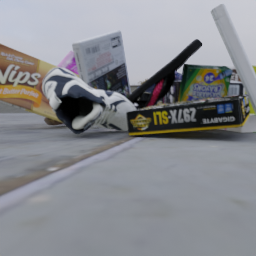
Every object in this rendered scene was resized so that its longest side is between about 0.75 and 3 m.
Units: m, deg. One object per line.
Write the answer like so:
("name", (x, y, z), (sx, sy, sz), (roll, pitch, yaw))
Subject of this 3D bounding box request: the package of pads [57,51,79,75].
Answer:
("package of pads", (-2.399, -1.603, 11.027), (1.575, 2.614, 0.989), (36, -27, -7))

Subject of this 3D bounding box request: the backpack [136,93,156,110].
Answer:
("backpack", (0.586, -0.549, 9.405), (0.649, 1.025, 0.855), (15, 36, -1))

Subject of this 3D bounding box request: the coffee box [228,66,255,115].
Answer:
("coffee box", (4.310, -1.200, 10.801), (2.070, 2.067, 2.047), (-1, 3, -30))

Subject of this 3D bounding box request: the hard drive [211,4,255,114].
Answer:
("hard drive", (2.764, -1.641, 6.908), (0.349, 2.612, 1.723), (-24, 4, 24))

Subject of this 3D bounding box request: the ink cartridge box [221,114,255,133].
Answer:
("ink cartridge box", (2.852, -0.153, 7.336), (0.769, 0.442, 1.313), (0, 5, -16))

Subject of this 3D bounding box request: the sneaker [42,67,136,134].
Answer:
("sneaker", (-0.669, -0.284, 6.069), (2.468, 0.985, 1.606), (33, 19, -30))

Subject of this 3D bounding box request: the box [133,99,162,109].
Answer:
("box", (0.024, -0.706, 11.854), (2.107, 0.642, 2.614), (-19, 12, -28))

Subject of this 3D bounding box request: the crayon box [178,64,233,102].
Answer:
("crayon box", (1.877, -0.686, 7.158), (1.111, 1.767, 0.456), (2, 25, -6))

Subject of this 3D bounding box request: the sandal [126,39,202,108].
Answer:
("sandal", (0.800, -1.056, 7.175), (2.937, 0.662, 1.103), (-36, 6, 39))

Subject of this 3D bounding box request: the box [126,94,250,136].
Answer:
("box", (1.323, -0.299, 5.958), (2.223, 0.549, 1.775), (-5, 5, 27))

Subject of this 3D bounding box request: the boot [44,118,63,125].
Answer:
("boot", (-1.897, -0.280, 9.299), (1.288, 0.444, 1.382), (4, 8, 25))

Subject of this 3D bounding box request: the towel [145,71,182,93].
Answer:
("towel", (1.634, -1.445, 9.609), (1.611, 0.265, 2.225), (-15, -13, 43))

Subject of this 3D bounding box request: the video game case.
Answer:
("video game case", (-0.691, -1.661, 8.906), (0.316, 2.460, 2.706), (0, 24, 24))

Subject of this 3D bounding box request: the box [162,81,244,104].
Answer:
("box", (2.175, -0.712, 8.449), (2.127, 1.405, 1.220), (-1, 6, -14))

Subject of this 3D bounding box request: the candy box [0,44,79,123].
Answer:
("candy box", (-2.799, -1.238, 8.141), (2.568, 1.482, 0.710), (20, -8, -19))
